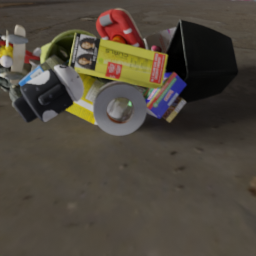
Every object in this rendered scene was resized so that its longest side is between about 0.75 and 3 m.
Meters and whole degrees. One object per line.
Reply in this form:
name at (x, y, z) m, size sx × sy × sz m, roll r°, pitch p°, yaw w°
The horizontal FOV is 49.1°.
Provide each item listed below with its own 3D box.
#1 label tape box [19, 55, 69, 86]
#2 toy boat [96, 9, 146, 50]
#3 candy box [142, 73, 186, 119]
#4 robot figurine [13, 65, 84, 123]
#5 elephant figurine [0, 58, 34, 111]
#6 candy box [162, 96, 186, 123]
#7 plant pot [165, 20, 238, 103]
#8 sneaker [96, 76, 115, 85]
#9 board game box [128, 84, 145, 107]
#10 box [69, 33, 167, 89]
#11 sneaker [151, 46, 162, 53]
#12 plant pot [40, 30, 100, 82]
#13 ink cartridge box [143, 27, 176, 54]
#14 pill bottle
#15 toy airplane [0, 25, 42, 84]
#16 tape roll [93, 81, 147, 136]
label tape box at (-2.622, -1.785, 8.808) m, size 1.049 × 0.460 × 1.454 m, roll -27°, pitch 23°, yaw 29°
toy boat at (-0.387, -3.229, 10.871) m, size 1.565 × 2.398 × 1.567 m, roll -3°, pitch 44°, yaw 41°
candy box at (1.015, -1.088, 9.182) m, size 0.623 × 1.368 × 1.618 m, roll 39°, pitch 0°, yaw -16°
robot figurine at (-1.943, -0.846, 6.929) m, size 1.712 × 1.068 × 1.286 m, roll -33°, pitch 57°, yaw -9°
elephant figurine at (-4.041, -1.791, 10.911) m, size 2.582 × 2.003 × 1.827 m, roll 29°, pitch -1°, yaw 23°
candy box at (1.490, -0.678, 9.508) m, size 0.248 × 0.898 × 0.518 m, roll 31°, pitch 11°, yaw -38°
plant pot at (2.585, -2.212, 10.028) m, size 1.968 × 2.213 × 2.218 m, roll 1°, pitch 69°, yaw -6°
sneaker at (-0.248, -2.043, 9.485) m, size 2.016 × 0.766 × 1.456 m, roll -10°, pitch 54°, yaw -22°
board game box at (0.063, -1.407, 11.293) m, size 1.164 × 0.252 × 1.730 m, roll -20°, pitch 36°, yaw -31°
box at (-0.279, -1.846, 7.946) m, size 2.625 × 0.988 × 0.658 m, roll 12°, pitch -2°, yaw -10°
sneaker at (1.006, -2.773, 10.498) m, size 0.417 × 0.451 × 1.118 m, roll 34°, pitch 1°, yaw 15°
plant pot at (-2.524, -2.494, 11.266) m, size 2.649 × 2.649 × 2.435 m, roll -22°, pitch 25°, yaw -32°
ink cartridge box at (1.634, -3.396, 12.308) m, size 2.732 × 1.591 × 0.922 m, roll -27°, pitch 12°, yaw -36°
pill bottle at (-1.199, -0.892, 8.855) m, size 2.285 × 1.306 × 1.306 m, roll 27°, pitch 32°, yaw -4°
toy airplane at (-3.768, -2.351, 9.362) m, size 1.713 × 1.721 × 1.214 m, roll -16°, pitch 36°, yaw 19°
tape roll at (-0.248, -0.555, 8.001) m, size 1.505 × 1.505 × 0.497 m, roll -4°, pitch 21°, yaw -6°
